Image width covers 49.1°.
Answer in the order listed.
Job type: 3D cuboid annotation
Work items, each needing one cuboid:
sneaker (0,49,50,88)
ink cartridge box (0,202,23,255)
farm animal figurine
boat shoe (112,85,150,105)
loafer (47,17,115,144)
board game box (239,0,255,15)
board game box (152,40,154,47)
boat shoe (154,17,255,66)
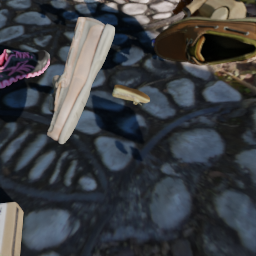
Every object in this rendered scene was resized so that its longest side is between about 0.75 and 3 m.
[{"bbox_3d":[-3.716,-2.223,9.460,2.270,1.083,0.897,-32,56,-25],"label":"sneaker"},{"bbox_3d":[-3.189,2.423,5.948,1.663,0.625,1.370,-8,52,-5],"label":"ink cartridge box"},{"bbox_3d":[2.181,-3.683,7.723,1.545,2.964,2.931,-38,75,12],"label":"farm animal figurine"},{"bbox_3d":[0.067,-0.677,5.916,0.789,0.247,0.289,20,28,-4],"label":"boat shoe"},{"bbox_3d":[-1.166,-1.068,5.989,0.877,1.002,2.788,23,78,-6],"label":"loafer"},{"bbox_3d":[3.262,-4.019,7.624,0.435,1.615,2.692,-27,44,-14],"label":"board game box"},{"bbox_3d":[1.494,-3.284,10.866,0.958,0.215,0.644,-24,55,-19],"label":"board game box"},{"bbox_3d":[1.793,-2.094,6.862,2.989,1.075,1.016,4,37,39],"label":"boat shoe"}]
